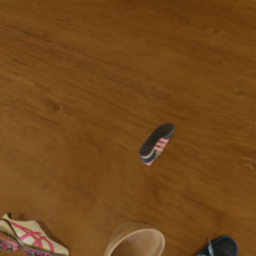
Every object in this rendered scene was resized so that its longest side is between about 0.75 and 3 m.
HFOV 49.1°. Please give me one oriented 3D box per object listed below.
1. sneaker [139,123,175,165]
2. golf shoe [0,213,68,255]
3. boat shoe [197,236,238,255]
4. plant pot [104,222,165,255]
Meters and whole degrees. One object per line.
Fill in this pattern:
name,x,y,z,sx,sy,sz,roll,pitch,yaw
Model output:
sneaker,1.046,0.559,9.890,0.616,0.720,1.756,29,62,38
golf shoe,-2.607,3.024,7.711,2.169,0.787,0.999,24,43,-6
boat shoe,2.070,3.787,7.225,1.073,0.876,2.551,36,59,26
plant pot,0.082,3.075,7.469,1.658,1.658,0.765,-18,32,-14
